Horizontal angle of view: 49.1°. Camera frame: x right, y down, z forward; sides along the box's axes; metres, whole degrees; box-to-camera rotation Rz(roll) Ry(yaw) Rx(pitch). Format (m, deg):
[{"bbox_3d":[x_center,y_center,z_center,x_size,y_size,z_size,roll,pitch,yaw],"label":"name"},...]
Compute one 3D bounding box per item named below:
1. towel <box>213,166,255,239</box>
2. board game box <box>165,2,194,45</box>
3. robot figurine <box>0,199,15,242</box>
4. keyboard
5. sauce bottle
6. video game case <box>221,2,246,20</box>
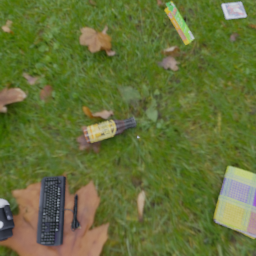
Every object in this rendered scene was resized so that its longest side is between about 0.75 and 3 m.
[{"bbox_3d":[3.951,2.548,9.808,1.563,0.248,2.176,18,68,8],"label":"towel"},{"bbox_3d":[1.727,-3.570,9.530,1.480,0.222,0.707,58,36,-12],"label":"board game box"},{"bbox_3d":[-4.261,3.049,9.290,1.009,0.838,1.344,-21,69,-12],"label":"robot figurine"},{"bbox_3d":[-2.380,2.829,9.701,1.473,0.239,2.318,-2,69,-1],"label":"keyboard"},{"bbox_3d":[-0.697,0.030,10.626,1.990,0.657,0.657,-18,69,-7],"label":"sauce bottle"},{"bbox_3d":[4.967,-5.508,13.171,0.958,0.110,0.873,-7,68,-3],"label":"video game case"}]
